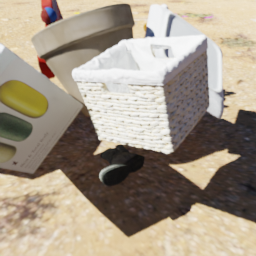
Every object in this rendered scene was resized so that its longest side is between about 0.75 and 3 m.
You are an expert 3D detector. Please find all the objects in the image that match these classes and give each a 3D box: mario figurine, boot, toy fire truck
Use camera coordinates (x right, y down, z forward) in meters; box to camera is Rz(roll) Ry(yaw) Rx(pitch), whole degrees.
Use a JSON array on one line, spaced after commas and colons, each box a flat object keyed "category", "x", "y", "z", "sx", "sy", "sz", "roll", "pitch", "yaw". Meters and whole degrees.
[{"category": "mario figurine", "x": 1.150, "y": -3.441, "z": 9.603, "sx": 1.004, "sy": 1.169, "sz": 1.894, "roll": 37, "pitch": 37, "yaw": -3}, {"category": "boot", "x": -0.328, "y": 0.788, "z": 6.195, "sx": 0.851, "sy": 0.441, "sz": 1.302, "roll": 23, "pitch": 29, "yaw": 36}, {"category": "toy fire truck", "x": -2.344, "y": -3.067, "z": 9.184, "sx": 1.555, "sy": 2.329, "sz": 2.773, "roll": -13, "pitch": 51, "yaw": 1}]

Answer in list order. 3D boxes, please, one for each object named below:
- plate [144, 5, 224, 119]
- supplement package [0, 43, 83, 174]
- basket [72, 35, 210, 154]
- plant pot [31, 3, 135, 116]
[{"category": "plate", "x": 1.691, "y": -1.969, "z": 7.698, "sx": 2.805, "sy": 0.454, "sz": 2.811, "roll": 28, "pitch": 52, "yaw": -21}, {"category": "supplement package", "x": -2.746, "y": -0.572, "z": 5.680, "sx": 2.019, "sy": 2.680, "sz": 2.034, "roll": 35, "pitch": 87, "yaw": 23}, {"category": "basket", "x": 0.363, "y": -0.717, "z": 5.165, "sx": 1.830, "sy": 1.485, "sz": 1.846, "roll": 9, "pitch": 37, "yaw": 35}, {"category": "plant pot", "x": -0.839, "y": -1.617, "z": 7.316, "sx": 2.625, "sy": 2.277, "sz": 2.625, "roll": -18, "pitch": 13, "yaw": 4}]
